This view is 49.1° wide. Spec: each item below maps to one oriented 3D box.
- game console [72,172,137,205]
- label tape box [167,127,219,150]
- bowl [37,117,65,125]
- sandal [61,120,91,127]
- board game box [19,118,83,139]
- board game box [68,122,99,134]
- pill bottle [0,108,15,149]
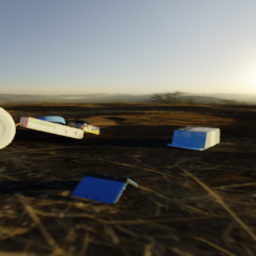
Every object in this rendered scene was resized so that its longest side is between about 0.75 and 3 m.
[{"bbox_3d":[-0.522,1.464,6.604,1.171,0.693,0.999,5,-22,27],"label":"game console"},{"bbox_3d":[2.855,0.410,12.144,1.516,0.699,2.116,6,8,36],"label":"label tape box"},{"bbox_3d":[-4.486,-0.308,16.123,1.646,0.323,1.646,-6,-12,-1],"label":"bowl"},{"bbox_3d":[-3.097,-0.008,16.032,2.380,0.536,0.894,-11,-19,29],"label":"sandal"},{"bbox_3d":[-3.568,0.019,13.009,2.537,0.439,1.602,15,-5,-32],"label":"board game box"},{"bbox_3d":[-2.361,0.020,14.859,1.090,0.374,1.318,4,-7,30],"label":"board game box"},{"bbox_3d":[-5.719,-0.058,11.825,1.660,1.660,2.960,-3,6,-23],"label":"pill bottle"}]
